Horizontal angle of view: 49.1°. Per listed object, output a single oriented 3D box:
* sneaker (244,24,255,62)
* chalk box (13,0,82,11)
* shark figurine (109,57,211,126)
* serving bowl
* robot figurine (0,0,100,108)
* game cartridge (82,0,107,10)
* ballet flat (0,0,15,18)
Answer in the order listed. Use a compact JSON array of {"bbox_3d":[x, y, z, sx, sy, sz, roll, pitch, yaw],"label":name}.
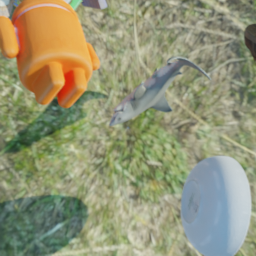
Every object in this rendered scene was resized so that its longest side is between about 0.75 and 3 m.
[{"bbox_3d":[3.297,-1.738,6.512,0.641,0.687,1.820,-17,48,7],"label":"sneaker"},{"bbox_3d":[-2.770,-4.489,8.426,2.925,1.811,1.820,35,83,6],"label":"chalk box"},{"bbox_3d":[0.654,-0.682,5.320,0.874,1.251,2.095,47,129,-8],"label":"shark figurine"},{"bbox_3d":[1.647,1.618,5.983,0.711,2.162,2.162,11,81,-11],"label":"serving bowl"},{"bbox_3d":[-1.412,-1.480,5.196,1.620,1.313,2.252,-15,66,-8],"label":"robot figurine"},{"bbox_3d":[-0.933,-3.274,5.965,0.267,1.389,0.901,-40,44,-22],"label":"game cartridge"},{"bbox_3d":[-2.882,-3.052,6.451,0.525,0.518,1.541,9,56,-7],"label":"ballet flat"}]
